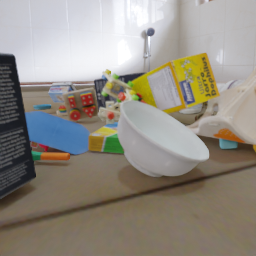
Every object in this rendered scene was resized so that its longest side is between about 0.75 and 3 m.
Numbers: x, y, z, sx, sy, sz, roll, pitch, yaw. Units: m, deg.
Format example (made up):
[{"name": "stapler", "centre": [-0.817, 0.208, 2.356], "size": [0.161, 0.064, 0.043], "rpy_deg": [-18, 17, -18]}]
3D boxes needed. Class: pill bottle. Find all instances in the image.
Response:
[{"name": "pill bottle", "centre": [4.240, -0.975, 10.044], "size": [1.456, 1.456, 2.593], "rpy_deg": [-8, 14, -35]}]

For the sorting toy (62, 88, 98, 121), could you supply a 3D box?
[{"name": "sorting toy", "centre": [-1.601, -0.739, 9.604], "size": [1.063, 1.056, 0.370], "rpy_deg": [-12, 33, -6]}]

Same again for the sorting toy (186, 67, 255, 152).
[{"name": "sorting toy", "centre": [2.552, -0.408, 7.023], "size": [2.723, 1.455, 2.452], "rpy_deg": [-41, 18, -24]}]

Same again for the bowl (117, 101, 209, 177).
[{"name": "bowl", "centre": [0.455, 0.288, 4.794], "size": [1.695, 0.762, 1.695], "rpy_deg": [27, 21, -11]}]

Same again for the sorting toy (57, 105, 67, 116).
[{"name": "sorting toy", "centre": [-2.490, -0.773, 11.703], "size": [0.929, 0.323, 0.923], "rpy_deg": [-7, 13, -16]}]

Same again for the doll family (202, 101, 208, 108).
[{"name": "doll family", "centre": [3.637, -1.190, 13.738], "size": [0.926, 0.363, 0.535], "rpy_deg": [6, 29, 9]}]

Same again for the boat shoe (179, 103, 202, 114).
[{"name": "boat shoe", "centre": [2.925, -1.429, 12.737], "size": [0.979, 0.999, 2.805], "rpy_deg": [4, 23, 23]}]

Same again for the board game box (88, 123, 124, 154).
[{"name": "board game box", "centre": [-0.058, 0.218, 6.876], "size": [1.330, 0.351, 1.739], "rpy_deg": [4, 12, 12]}]

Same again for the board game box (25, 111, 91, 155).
[{"name": "board game box", "centre": [-1.768, 0.209, 6.635], "size": [1.852, 0.361, 1.463], "rpy_deg": [19, 24, -10]}]

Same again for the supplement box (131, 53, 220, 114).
[{"name": "supplement box", "centre": [1.245, -1.138, 8.262], "size": [1.295, 1.287, 2.364], "rpy_deg": [-21, 4, -28]}]

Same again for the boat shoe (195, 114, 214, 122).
[{"name": "boat shoe", "centre": [2.534, -0.283, 9.436], "size": [0.360, 0.384, 1.066], "rpy_deg": [0, 2, 45]}]

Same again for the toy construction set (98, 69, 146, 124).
[{"name": "toy construction set", "centre": [-0.223, -0.848, 7.905], "size": [1.303, 0.915, 1.987], "rpy_deg": [30, 33, -21]}]

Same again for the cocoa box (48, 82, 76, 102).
[{"name": "cocoa box", "centre": [-2.850, -1.541, 12.216], "size": [0.962, 0.641, 0.631], "rpy_deg": [1, 53, 18]}]

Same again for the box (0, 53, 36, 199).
[{"name": "box", "centre": [-2.310, -0.016, 3.933], "size": [1.410, 1.899, 1.017], "rpy_deg": [-3, 10, 20]}]

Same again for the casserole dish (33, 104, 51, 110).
[{"name": "casserole dish", "centre": [-4.050, -0.989, 13.250], "size": [0.546, 0.175, 0.901], "rpy_deg": [8, 13, 34]}]

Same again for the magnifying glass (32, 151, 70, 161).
[{"name": "magnifying glass", "centre": [-1.820, 0.552, 5.486], "size": [1.362, 0.153, 0.542], "rpy_deg": [2, 9, 7]}]

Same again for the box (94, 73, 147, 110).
[{"name": "box", "centre": [0.138, -1.755, 13.135], "size": [2.461, 1.445, 2.420], "rpy_deg": [-3, 9, 31]}]
